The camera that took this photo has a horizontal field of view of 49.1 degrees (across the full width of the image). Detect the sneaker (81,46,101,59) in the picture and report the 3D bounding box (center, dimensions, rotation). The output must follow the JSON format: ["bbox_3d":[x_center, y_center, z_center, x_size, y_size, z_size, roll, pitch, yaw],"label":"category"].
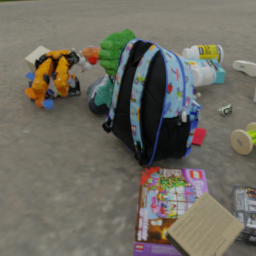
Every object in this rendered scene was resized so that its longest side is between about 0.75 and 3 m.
[{"bbox_3d":[-1.744,-4.220,15.918,1.789,0.694,1.002,-13,32,-21],"label":"sneaker"}]

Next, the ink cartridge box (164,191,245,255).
[{"bbox_3d":[1.338,1.837,4.980,1.096,0.412,0.903,-36,66,-25],"label":"ink cartridge box"}]

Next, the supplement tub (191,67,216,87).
[{"bbox_3d":[3.076,-2.166,11.884,1.182,0.780,0.780,-13,33,-36],"label":"supplement tub"}]

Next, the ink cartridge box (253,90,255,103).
[{"bbox_3d":[6.117,-2.432,11.533,1.206,2.122,2.912,14,34,22],"label":"ink cartridge box"}]

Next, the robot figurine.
[{"bbox_3d":[-2.775,-2.153,10.687,1.789,0.718,2.468,-4,45,4],"label":"robot figurine"}]

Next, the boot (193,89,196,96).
[{"bbox_3d":[1.693,-1.576,11.728,1.311,0.679,2.007,-38,52,-25],"label":"boot"}]

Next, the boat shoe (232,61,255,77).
[{"bbox_3d":[6.084,-3.007,14.065,0.606,0.637,1.769,-15,24,-22],"label":"boat shoe"}]

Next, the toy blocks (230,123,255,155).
[{"bbox_3d":[4.376,0.360,8.205,2.103,0.764,1.753,-17,35,-26],"label":"toy blocks"}]

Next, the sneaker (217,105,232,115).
[{"bbox_3d":[3.594,-0.708,10.394,0.364,0.316,0.821,14,21,42],"label":"sneaker"}]

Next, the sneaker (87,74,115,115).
[{"bbox_3d":[-1.203,-1.213,10.992,1.189,1.011,2.717,-19,26,25],"label":"sneaker"}]

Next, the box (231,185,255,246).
[{"bbox_3d":[2.846,1.897,6.030,1.119,0.353,1.420,8,32,13],"label":"box"}]

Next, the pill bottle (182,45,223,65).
[{"bbox_3d":[3.889,-3.778,14.764,1.931,1.086,1.086,-5,31,-9],"label":"pill bottle"}]

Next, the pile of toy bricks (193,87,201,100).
[{"bbox_3d":[1.900,-1.152,10.884,1.636,0.908,0.808,-29,2,-23],"label":"pile of toy bricks"}]

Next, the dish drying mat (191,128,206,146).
[{"bbox_3d":[2.244,0.285,8.994,0.371,0.088,0.965,12,34,21],"label":"dish drying mat"}]

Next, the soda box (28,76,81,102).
[{"bbox_3d":[-3.059,-1.644,11.657,2.046,0.648,0.724,-11,32,-16],"label":"soda box"}]

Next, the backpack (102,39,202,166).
[{"bbox_3d":[0.709,-0.837,7.756,2.005,2.980,2.720,-4,24,-29],"label":"backpack"}]

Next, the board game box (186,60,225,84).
[{"bbox_3d":[3.168,-2.776,13.582,2.503,0.587,1.890,0,31,2],"label":"board game box"}]

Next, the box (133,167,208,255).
[{"bbox_3d":[0.992,1.751,6.163,1.567,0.448,2.291,3,31,5],"label":"box"}]

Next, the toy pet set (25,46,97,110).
[{"bbox_3d":[-3.069,-1.983,11.814,2.783,1.583,2.980,31,65,21],"label":"toy pet set"}]

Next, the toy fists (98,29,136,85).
[{"bbox_3d":[-0.037,-2.046,10.189,1.456,2.856,0.982,-36,36,-11],"label":"toy fists"}]
